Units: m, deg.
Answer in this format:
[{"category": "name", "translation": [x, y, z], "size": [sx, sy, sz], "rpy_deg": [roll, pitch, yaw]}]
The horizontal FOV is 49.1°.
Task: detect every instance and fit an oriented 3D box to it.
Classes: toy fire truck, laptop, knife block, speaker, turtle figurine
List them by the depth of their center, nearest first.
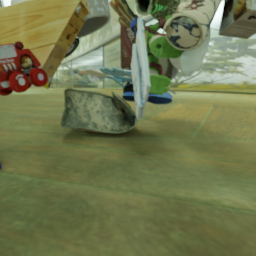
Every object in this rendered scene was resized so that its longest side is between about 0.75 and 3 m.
[{"category": "toy fire truck", "translation": [-1.755, -0.960, 4.425], "size": [0.516, 0.772, 0.919], "rpy_deg": [-3, 19, 34]}, {"category": "turtle figurine", "translation": [0.921, -1.518, 5.870], "size": [1.566, 2.177, 2.111], "rpy_deg": [-38, 21, 24]}, {"category": "knife block", "translation": [-2.498, -2.115, 5.964], "size": [2.408, 2.744, 0.878], "rpy_deg": [33, 8, 0]}, {"category": "speaker", "translation": [-2.210, -2.779, 7.426], "size": [0.785, 1.933, 0.785], "rpy_deg": [-43, -3, -3]}, {"category": "laptop", "translation": [2.169, -2.980, 8.017], "size": [1.844, 0.952, 1.634], "rpy_deg": [-26, 6, 3]}]

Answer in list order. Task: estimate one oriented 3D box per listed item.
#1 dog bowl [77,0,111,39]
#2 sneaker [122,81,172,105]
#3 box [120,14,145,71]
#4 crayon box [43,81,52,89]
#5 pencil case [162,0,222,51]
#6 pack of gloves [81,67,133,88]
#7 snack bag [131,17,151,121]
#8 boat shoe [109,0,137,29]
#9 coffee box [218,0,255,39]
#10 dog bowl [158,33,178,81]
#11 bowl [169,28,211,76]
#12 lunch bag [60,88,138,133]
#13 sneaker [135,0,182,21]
[{"category": "dog bowl", "translation": [-1.533, -3.336, 8.674], "size": [2.206, 0.647, 2.206], "rpy_deg": [-21, 6, 2]}, {"category": "sneaker", "translation": [0.619, -1.158, 8.875], "size": [1.627, 0.634, 0.570], "rpy_deg": [7, -21, 14]}, {"category": "box", "translation": [0.192, -3.227, 10.778], "size": [0.727, 1.939, 0.971], "rpy_deg": [3, 6, 26]}, {"category": "crayon box", "translation": [-2.901, -1.683, 9.224], "size": [0.786, 0.499, 0.200], "rpy_deg": [30, 39, -4]}, {"category": "pencil case", "translation": [1.114, -1.982, 4.678], "size": [0.716, 0.623, 1.600], "rpy_deg": [20, 57, 13]}, {"category": "pack of gloves", "translation": [-0.296, -1.565, 9.097], "size": [1.967, 0.388, 1.653], "rpy_deg": [5, 1, -35]}, {"category": "snack bag", "translation": [0.178, -0.893, 4.588], "size": [0.139, 1.227, 1.301], "rpy_deg": [-3, -18, -4]}, {"category": "boat shoe", "translation": [-0.066, -3.006, 7.605], "size": [0.452, 1.225, 0.463], "rpy_deg": [-27, 32, 18]}, {"category": "coffee box", "translation": [3.249, -3.302, 7.322], "size": [0.944, 1.337, 2.365], "rpy_deg": [8, 5, 1]}, {"category": "dog bowl", "translation": [1.112, -2.848, 11.776], "size": [0.719, 2.453, 2.453], "rpy_deg": [-27, 25, -38]}, {"category": "bowl", "translation": [2.028, -3.022, 10.041], "size": [0.964, 2.145, 2.145], "rpy_deg": [24, 22, 32]}, {"category": "lunch bag", "translation": [-0.920, -0.607, 10.595], "size": [2.724, 1.601, 2.234], "rpy_deg": [8, 5, 0]}, {"category": "sneaker", "translation": [0.357, -2.504, 5.254], "size": [0.956, 1.102, 2.487], "rpy_deg": [12, -8, 23]}]
